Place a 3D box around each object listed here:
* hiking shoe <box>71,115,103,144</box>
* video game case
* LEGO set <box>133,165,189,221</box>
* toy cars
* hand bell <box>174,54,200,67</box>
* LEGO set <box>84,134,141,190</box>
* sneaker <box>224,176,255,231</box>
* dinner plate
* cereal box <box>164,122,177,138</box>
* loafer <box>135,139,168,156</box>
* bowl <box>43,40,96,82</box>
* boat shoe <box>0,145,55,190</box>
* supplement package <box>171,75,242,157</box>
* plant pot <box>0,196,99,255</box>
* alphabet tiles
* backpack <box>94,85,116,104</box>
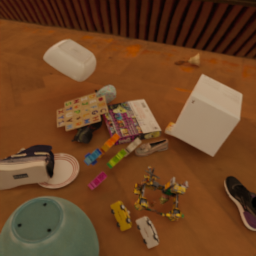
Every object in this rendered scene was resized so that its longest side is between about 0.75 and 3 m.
[{"bbox_3d":[-1.705,-0.068,11.582,0.867,0.652,1.722,1,40,30],"label":"hiking shoe"},{"bbox_3d":[0.085,-0.310,12.116,2.048,0.405,2.259,-11,44,-13],"label":"video game case"},{"bbox_3d":[1.075,2.031,8.521,1.710,0.991,1.315,26,53,-4],"label":"LEGO set"},{"bbox_3d":[0.223,2.819,8.334,1.786,0.801,0.395,23,13,28],"label":"toy cars"},{"bbox_3d":[3.367,-3.816,16.078,1.415,0.737,0.737,-3,40,13],"label":"hand bell"},{"bbox_3d":[-0.838,1.103,10.234,1.038,1.116,2.720,47,48,3],"label":"LEGO set"},{"bbox_3d":[3.782,2.187,8.860,0.710,0.821,1.875,-3,46,-18],"label":"sneaker"},{"bbox_3d":[-2.588,1.573,10.183,1.606,0.195,1.606,0,41,0],"label":"dinner plate"},{"bbox_3d":[2.138,0.166,11.533,1.116,0.221,0.803,20,29,14],"label":"cereal box"},{"bbox_3d":[0.912,0.721,10.939,1.371,0.431,0.493,-13,43,-11],"label":"loafer"},{"bbox_3d":[-2.458,-3.143,12.462,2.062,0.770,2.059,31,34,-3],"label":"bowl"},{"bbox_3d":[-3.924,1.324,9.878,2.815,1.051,1.305,-4,32,0],"label":"boat shoe"},{"bbox_3d":[3.047,-0.554,10.756,1.819,1.806,2.397,29,35,8],"label":"supplement package"},{"bbox_3d":[-2.200,2.907,7.428,2.746,1.849,2.746,0,41,0],"label":"plant pot"},{"bbox_3d":[-1.942,-0.696,11.689,2.184,0.069,1.817,-17,45,2],"label":"alphabet tiles"},{"bbox_3d":[-0.998,-1.539,12.989,0.989,0.825,0.626,-29,55,27],"label":"backpack"}]
